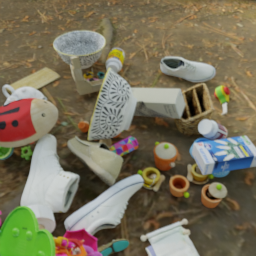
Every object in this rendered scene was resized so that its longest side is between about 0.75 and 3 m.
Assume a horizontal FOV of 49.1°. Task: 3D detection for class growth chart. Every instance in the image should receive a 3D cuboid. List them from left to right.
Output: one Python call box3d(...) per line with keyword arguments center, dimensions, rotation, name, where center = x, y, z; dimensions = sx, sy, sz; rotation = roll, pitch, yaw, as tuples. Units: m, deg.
box3d(center=(1.223, 3.641, 7.295), dimensions=(1.708, 0.209, 2.361), rotation=(-12, 46, -11), name="growth chart")

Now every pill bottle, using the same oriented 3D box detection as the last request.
box3d(center=(-0.658, -3.278, 13.875), dimensions=(0.800, 0.800, 1.465), rotation=(5, 45, 5), name="pill bottle")
box3d(center=(3.063, 0.102, 10.172), dimensions=(1.138, 0.650, 0.650), rotation=(20, 27, -44), name="pill bottle")

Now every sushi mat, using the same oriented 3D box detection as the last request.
box3d(center=(-4.463, -2.141, 13.188), dimensions=(1.129, 0.143, 2.360), rotation=(33, 53, 29), name="sushi mat")

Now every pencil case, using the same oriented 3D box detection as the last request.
box3d(center=(-0.278, 0.733, 9.976), dimensions=(1.280, 0.566, 0.566), rotation=(-22, 49, -25), name="pencil case")

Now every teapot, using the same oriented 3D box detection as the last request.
box3d(center=(-4.170, -1.125, 11.412), dimensions=(1.641, 1.198, 1.619), rotation=(-15, 46, -14), name="teapot")

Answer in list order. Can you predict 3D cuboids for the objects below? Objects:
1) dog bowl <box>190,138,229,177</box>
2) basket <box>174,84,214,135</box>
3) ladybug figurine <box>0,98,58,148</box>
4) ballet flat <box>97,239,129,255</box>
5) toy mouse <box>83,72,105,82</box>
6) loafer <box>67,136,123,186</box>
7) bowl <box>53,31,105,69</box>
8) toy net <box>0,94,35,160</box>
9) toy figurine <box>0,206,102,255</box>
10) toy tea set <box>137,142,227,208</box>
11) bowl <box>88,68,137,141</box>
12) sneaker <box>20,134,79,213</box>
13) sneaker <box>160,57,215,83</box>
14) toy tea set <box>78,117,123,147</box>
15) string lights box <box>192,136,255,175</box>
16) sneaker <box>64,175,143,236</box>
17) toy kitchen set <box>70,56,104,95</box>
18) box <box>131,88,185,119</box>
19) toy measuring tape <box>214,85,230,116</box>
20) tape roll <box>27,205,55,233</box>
box3d(center=(2.887, 0.984, 9.838), dimensions=(0.906, 0.403, 1.626), rotation=(-22, 49, -21), name="dog bowl")
box3d(center=(2.467, -0.784, 10.978), dimensions=(1.274, 1.330, 1.786), rotation=(1, 46, 1), name="basket")
box3d(center=(-3.614, -0.260, 9.278), dimensions=(2.569, 0.924, 1.744), rotation=(-17, 52, 10), name="ladybug figurine")
box3d(center=(-0.457, 3.249, 7.639), dimensions=(0.969, 0.343, 0.343), rotation=(-18, 47, -22), name="ballet flat")
box3d(center=(-1.503, -2.281, 13.141), dimensions=(1.307, 0.285, 1.471), rotation=(14, 41, 21), name="toy mouse")
box3d(center=(-1.045, 0.906, 9.100), dimensions=(0.932, 1.033, 2.730), rotation=(-44, 41, -14), name="loafer")
box3d(center=(-2.385, -3.773, 14.092), dimensions=(2.549, 1.196, 2.549), rotation=(1, 45, -1), name="bowl")
box3d(center=(-4.131, -0.142, 10.236), dimensions=(1.404, 0.517, 2.676), rotation=(-4, 71, 2), name="toy net")
box3d(center=(-1.459, 2.783, 6.329), dimensions=(2.317, 2.133, 1.740), rotation=(-13, 64, 42), name="toy figurine")
box3d(center=(1.782, 1.409, 8.958), dimensions=(2.792, 1.033, 1.660), rotation=(17, 47, 17), name="toy tea set")
box3d(center=(-0.421, -0.614, 9.408), dimensions=(1.192, 2.539, 2.539), rotation=(17, 45, -3), name="bowl")
box3d(center=(-2.232, 1.395, 8.866), dimensions=(1.574, 1.004, 2.724), rotation=(-3, 57, 9), name="sneaker")
box3d(center=(2.720, -2.745, 13.080), dimensions=(2.604, 0.922, 0.951), rotation=(10, 82, 18), name="sneaker")
box3d(center=(-1.065, 0.106, 10.751), dimensions=(1.750, 0.647, 1.040), rotation=(32, 82, 24), name="toy tea set")
box3d(center=(3.188, 0.892, 9.218), dimensions=(1.896, 0.559, 0.974), rotation=(-8, 41, -9), name="string lights box")
box3d(center=(-0.501, 2.394, 8.191), dimensions=(2.663, 0.972, 0.943), rotation=(-32, 69, -22), name="sneaker")
box3d(center=(-1.762, -2.484, 12.426), dimensions=(1.424, 1.579, 1.288), rotation=(-15, 24, -13), name="toy kitchen set")
box3d(center=(0.978, -0.978, 10.957), dimensions=(2.286, 0.939, 0.782), rotation=(5, 55, 31), name="box")
box3d(center=(3.992, -1.279, 11.959), dimensions=(0.655, 0.655, 1.781), rotation=(11, 46, 11), name="toy measuring tape")
box3d(center=(-2.623, 2.621, 7.597), dimensions=(1.233, 1.233, 0.431), rotation=(-16, 47, -16), name="tape roll")
